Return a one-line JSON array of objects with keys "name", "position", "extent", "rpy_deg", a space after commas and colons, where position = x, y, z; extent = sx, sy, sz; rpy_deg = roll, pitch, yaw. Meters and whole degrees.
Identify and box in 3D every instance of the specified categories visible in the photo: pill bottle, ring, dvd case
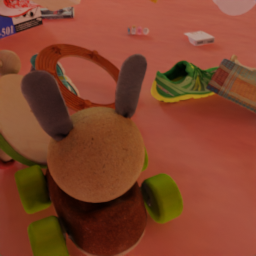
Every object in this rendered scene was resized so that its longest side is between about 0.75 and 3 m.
[{"name": "pill bottle", "position": [1.891, -2.718, 5.046], "extent": [0.910, 0.910, 1.520], "rpy_deg": [5, 49, 6]}, {"name": "ring", "position": [-0.929, -1.242, 6.862], "extent": [2.617, 0.251, 2.617], "rpy_deg": [23, 39, -20]}, {"name": "dvd case", "position": [-3.372, -5.308, 12.954], "extent": [1.708, 0.188, 1.247], "rpy_deg": [-4, 39, -7]}]

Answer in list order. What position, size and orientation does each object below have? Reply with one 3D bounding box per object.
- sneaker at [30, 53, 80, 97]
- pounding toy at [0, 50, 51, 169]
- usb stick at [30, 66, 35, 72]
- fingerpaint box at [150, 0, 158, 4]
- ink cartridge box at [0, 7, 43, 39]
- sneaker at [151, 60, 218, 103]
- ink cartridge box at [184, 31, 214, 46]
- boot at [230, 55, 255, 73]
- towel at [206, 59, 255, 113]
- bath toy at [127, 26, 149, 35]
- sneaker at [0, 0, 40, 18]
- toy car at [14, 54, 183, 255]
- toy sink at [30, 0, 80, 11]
[{"name": "sneaker", "position": [-1.818, -1.161, 6.881], "extent": [1.562, 0.605, 0.622], "rpy_deg": [49, 34, -11]}, {"name": "pounding toy", "position": [-2.330, -0.161, 5.480], "extent": [1.163, 2.507, 1.935], "rpy_deg": [-30, 11, 23]}, {"name": "usb stick", "position": [-2.403, -1.051, 7.255], "extent": [0.453, 0.770, 2.777], "rpy_deg": [22, 31, -25]}, {"name": "fingerpaint box", "position": [0.653, -4.787, 7.623], "extent": [0.740, 2.016, 1.682], "rpy_deg": [42, 20, 30]}, {"name": "ink cartridge box", "position": [-4.586, -4.332, 10.947], "extent": [0.553, 1.176, 2.502], "rpy_deg": [24, 45, 30]}, {"name": "sneaker", "position": [1.685, -1.303, 7.377], "extent": [2.262, 0.945, 0.838], "rpy_deg": [-16, 41, -20]}, {"name": "ink cartridge box", "position": [2.647, -3.384, 10.580], "extent": [0.804, 0.249, 0.992], "rpy_deg": [-13, 33, -14]}, {"name": "boot", "position": [3.438, -1.754, 8.367], "extent": [0.888, 0.414, 1.148], "rpy_deg": [13, 46, 16]}, {"name": "towel", "position": [3.240, -0.914, 7.027], "extent": [2.295, 0.249, 1.683], "rpy_deg": [29, 46, 11]}, {"name": "bath toy", "position": [0.403, -3.845, 11.067], "extent": [0.832, 0.362, 0.308], "rpy_deg": [6, 4, 6]}, {"name": "sneaker", "position": [-2.948, -3.821, 7.734], "extent": [2.605, 0.870, 1.396], "rpy_deg": [-2, -2, 13]}, {"name": "toy car", "position": [-0.521, 0.301, 3.957], "extent": [2.245, 2.733, 2.156], "rpy_deg": [-17, 42, -20]}, {"name": "toy sink", "position": [-0.759, -1.611, 2.625], "extent": [0.445, 0.794, 0.518], "rpy_deg": [3, 0, 34]}]
